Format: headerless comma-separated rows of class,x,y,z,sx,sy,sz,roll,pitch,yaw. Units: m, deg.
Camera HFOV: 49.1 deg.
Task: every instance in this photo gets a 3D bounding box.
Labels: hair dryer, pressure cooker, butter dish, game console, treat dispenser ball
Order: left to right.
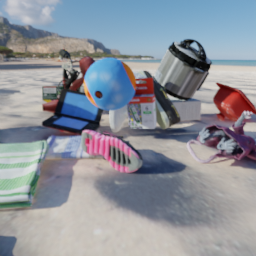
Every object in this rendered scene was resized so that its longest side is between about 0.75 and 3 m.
hair dryer,-2.801,-1.604,12.960,2.849,2.170,0.774,-38,26,6
game console,-1.878,-0.578,9.825,1.795,1.065,1.547,12,21,10
hair dryer,-1.799,-1.960,11.318,2.598,1.979,0.706,29,37,28
treat dispenser ball,-0.552,-1.328,8.601,1.597,1.597,1.597,0,15,0
pressure cooker,2.355,-2.541,11.760,2.005,2.279,2.036,37,31,17
butter dish,4.387,-0.906,12.127,1.803,1.336,1.808,38,5,-26

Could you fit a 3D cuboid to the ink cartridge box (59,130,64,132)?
ink cartridge box,-2.091,-0.062,10.583,0.819,0.345,0.593,5,16,19

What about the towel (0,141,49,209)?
towel,-3.015,0.964,6.370,2.128,0.326,2.790,-3,21,-8

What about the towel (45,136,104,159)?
towel,-1.415,0.544,8.492,2.263,0.269,1.662,-1,16,-3

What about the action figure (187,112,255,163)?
action figure,3.017,0.551,7.617,2.202,1.640,1.475,6,49,-39

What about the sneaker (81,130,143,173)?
sneaker,-0.309,0.504,7.480,2.081,0.822,0.993,24,21,39

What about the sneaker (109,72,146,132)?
sneaker,0.035,-0.949,10.035,1.062,2.399,0.903,12,-14,11

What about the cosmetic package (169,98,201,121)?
cosmetic package,1.979,-0.841,12.483,2.213,0.898,1.249,-5,15,-14

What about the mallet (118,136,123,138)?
mallet,-0.658,0.302,9.514,1.001,0.206,0.330,2,1,-5

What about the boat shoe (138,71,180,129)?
boat shoe,1.145,-1.167,10.737,0.760,2.523,0.899,-19,-17,-18

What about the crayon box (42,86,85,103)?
crayon box,-2.869,-1.660,14.660,2.673,0.779,2.306,-1,0,-3

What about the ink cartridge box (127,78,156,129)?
ink cartridge box,0.425,-0.789,9.235,0.890,1.634,0.411,0,19,17
